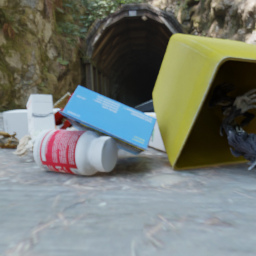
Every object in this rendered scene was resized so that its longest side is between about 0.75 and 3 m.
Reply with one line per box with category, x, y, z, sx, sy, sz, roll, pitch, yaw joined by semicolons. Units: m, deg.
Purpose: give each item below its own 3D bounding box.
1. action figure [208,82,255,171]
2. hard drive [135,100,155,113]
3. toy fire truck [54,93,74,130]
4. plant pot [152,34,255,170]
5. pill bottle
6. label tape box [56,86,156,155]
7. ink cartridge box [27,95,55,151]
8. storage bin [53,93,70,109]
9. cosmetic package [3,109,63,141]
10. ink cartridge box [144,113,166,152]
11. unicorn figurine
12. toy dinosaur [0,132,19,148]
action figure;2.874;-0.137;6.641;1.616;1.387;2.718;32;31;-25
hard drive;1.516;-0.820;11.865;2.030;0.334;1.417;1;-11;-33
toy fire truck;-1.733;-0.305;10.194;1.110;1.979;1.662;39;-9;12
plant pot;2.264;-0.965;7.387;2.948;2.947;2.600;-2;39;-24
pill bottle;-1.199;0.557;6.504;1.800;1.011;1.011;2;5;26
label tape box;-0.433;-0.156;7.180;2.117;0.929;2.936;23;-9;-1
ink cartridge box;-2.869;-0.154;9.187;0.676;1.609;1.171;-2;-13;-27
storage bin;-2.644;-0.507;12.222;1.410;1.420;0.666;-41;8;-4
cosmetic package;-3.634;-0.072;11.241;2.546;1.291;0.907;-1;9;19
ink cartridge box;1.692;0.070;10.539;2.102;1.219;2.903;-1;5;-19
unicorn figurine;-1.955;0.411;8.226;2.444;0.902;1.678;12;16;-16
toy dinosaur;-4.558;0.480;10.222;2.638;0.797;1.401;7;-12;34
